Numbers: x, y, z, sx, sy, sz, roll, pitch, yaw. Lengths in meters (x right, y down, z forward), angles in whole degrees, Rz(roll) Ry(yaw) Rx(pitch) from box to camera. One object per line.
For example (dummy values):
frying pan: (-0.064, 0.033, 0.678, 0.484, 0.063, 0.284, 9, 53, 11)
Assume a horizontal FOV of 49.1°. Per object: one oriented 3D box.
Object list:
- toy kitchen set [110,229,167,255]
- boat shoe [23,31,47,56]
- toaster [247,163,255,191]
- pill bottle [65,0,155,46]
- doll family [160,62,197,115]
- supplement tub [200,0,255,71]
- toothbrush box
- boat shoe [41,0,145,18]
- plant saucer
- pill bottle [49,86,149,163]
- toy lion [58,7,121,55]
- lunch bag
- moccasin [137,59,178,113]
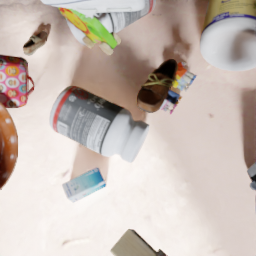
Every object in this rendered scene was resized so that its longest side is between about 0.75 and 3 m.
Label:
toy kitchen set: (0.166, 2.352, 3.263, 1.748, 1.426, 1.577, 39, 78, 19)
boat shoe: (-3.091, -2.877, 9.338, 0.406, 0.385, 1.072, 29, 70, 11)
toaster: (4.261, 1.536, 7.054, 2.002, 1.188, 1.810, -15, 68, -6)
pill bottle: (-0.595, -3.932, 9.124, 2.723, 1.578, 1.578, -35, 71, -14)
doll family: (1.220, -1.240, 8.574, 1.068, 0.776, 1.721, 34, 89, 6)
supplement tub: (3.449, -3.458, 8.666, 2.072, 2.072, 2.850, 14, 68, 6)
toothbrush box: (-1.125, 1.503, 7.310, 1.013, 0.742, 0.432, -24, 69, -10)
boat shoe: (-0.676, -2.260, 4.927, 2.023, 0.661, 0.744, 11, 59, 27)
plant saucer: (-3.161, 0.348, 5.493, 0.371, 2.300, 2.300, -4, 65, 26)
pill bottle: (-0.750, -0.074, 7.610, 2.433, 1.409, 1.409, 25, 69, 9)
toy lion: (-1.029, -2.533, 6.864, 0.500, 1.397, 1.458, -52, 46, -5)
lunch bag: (-2.687, -1.018, 6.328, 1.093, 1.241, 0.509, 0, 44, -24)
moccasin: (0.642, -0.886, 5.654, 0.588, 0.620, 1.607, 30, 49, 13)
